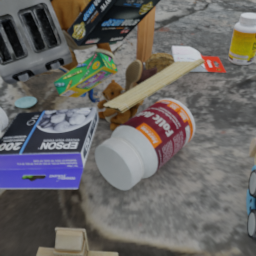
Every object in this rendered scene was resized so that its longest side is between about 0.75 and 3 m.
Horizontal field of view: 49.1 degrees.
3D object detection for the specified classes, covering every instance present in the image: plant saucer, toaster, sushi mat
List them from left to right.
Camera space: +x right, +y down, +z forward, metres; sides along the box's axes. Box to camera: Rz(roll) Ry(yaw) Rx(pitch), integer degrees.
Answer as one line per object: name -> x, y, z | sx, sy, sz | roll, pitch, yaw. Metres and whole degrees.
plant saucer -> -3.722, -0.888, 10.205 | 0.774, 0.149, 0.774 | 0, 35, 0
toaster -> -2.060, -1.846, 5.672 | 1.485, 1.642, 0.974 | -22, 13, -10
plant saucer -> 0.541, -3.318, 8.862 | 0.492, 2.626, 2.626 | 2, 36, 0
sushi mat -> 0.557, -0.985, 6.259 | 2.295, 0.139, 1.098 | -33, 19, -17

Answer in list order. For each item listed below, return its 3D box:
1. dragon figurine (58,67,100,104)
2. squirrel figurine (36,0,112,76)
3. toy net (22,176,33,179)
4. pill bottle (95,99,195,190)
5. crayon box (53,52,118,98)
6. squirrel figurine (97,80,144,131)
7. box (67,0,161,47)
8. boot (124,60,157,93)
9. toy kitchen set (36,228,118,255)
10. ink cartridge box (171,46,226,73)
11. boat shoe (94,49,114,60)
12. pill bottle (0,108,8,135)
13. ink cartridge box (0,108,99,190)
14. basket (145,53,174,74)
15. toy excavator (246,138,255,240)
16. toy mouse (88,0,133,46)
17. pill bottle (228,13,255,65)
dragon figurine -> -1.283, -1.106, 7.311 | 1.645, 0.818, 0.484 | 5, 29, -46
squirrel figurine -> -2.227, -2.814, 7.789 | 2.626, 2.814, 1.991 | -22, 2, 9
toy net -> -2.272, 0.653, 7.911 | 1.944, 0.375, 1.020 | -30, 45, -34
pill bottle -> 0.479, 0.368, 7.349 | 1.491, 1.491, 2.611 | 27, 44, 32
crayon box -> -0.590, -0.723, 3.966 | 0.793, 0.231, 0.471 | -29, -8, 18
squirrel figurine -> -0.261, -0.875, 9.104 | 1.522, 1.420, 1.077 | -17, 40, -22
box -> -0.207, -2.289, 5.591 | 0.403, 1.393, 1.753 | 53, 33, 2
boot -> 0.405, -1.501, 7.676 | 1.062, 1.276, 0.462 | -34, 70, -32
toy kitchen set -> -0.952, 2.564, 4.610 | 1.458, 1.189, 1.315 | 2, 36, 3
ink cartridge box -> 3.220, -3.224, 13.066 | 2.332, 0.665, 1.896 | -1, 36, 6
boat shoe -> -0.684, -1.687, 7.440 | 0.512, 0.461, 1.423 | 15, -5, -6
pill bottle -> -3.094, 0.151, 5.339 | 0.866, 0.866, 1.585 | 15, 38, 19
ink cartridge box -> -1.739, 0.359, 5.764 | 1.965, 0.430, 1.984 | -3, 41, 11
basket -> 1.373, -2.926, 12.368 | 1.223, 0.873, 0.911 | -1, 36, -1
toy excavator -> 3.197, 1.311, 6.389 | 1.235, 2.473, 2.405 | 6, 81, 9
toy mouse -> -0.675, -3.571, 9.158 | 0.517, 2.674, 2.376 | -28, 84, -36
pill bottle -> 5.366, -4.057, 12.835 | 1.158, 2.120, 1.158 | -1, 38, 1
